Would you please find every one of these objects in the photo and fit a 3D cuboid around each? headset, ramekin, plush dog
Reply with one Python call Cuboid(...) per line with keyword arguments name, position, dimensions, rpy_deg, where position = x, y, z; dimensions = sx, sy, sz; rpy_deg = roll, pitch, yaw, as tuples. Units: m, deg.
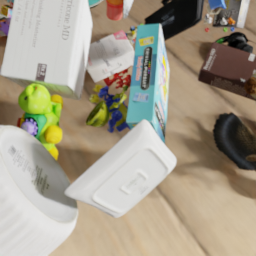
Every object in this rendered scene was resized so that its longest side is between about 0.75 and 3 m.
Cuboid(name="headset", position=(4.559, -3.400, 11.325), dimensions=(2.297, 1.079, 1.418), rpy_deg=(-12, 54, 5))
Cuboid(name="ramekin", position=(-2.052, 1.188, 4.947), dimensions=(1.373, 2.616, 2.616), rpy_deg=(-35, 58, 4))
Cuboid(name="plush dog", position=(3.565, -0.841, 7.047), dimensions=(1.519, 1.218, 1.304), rpy_deg=(-24, 83, -28))

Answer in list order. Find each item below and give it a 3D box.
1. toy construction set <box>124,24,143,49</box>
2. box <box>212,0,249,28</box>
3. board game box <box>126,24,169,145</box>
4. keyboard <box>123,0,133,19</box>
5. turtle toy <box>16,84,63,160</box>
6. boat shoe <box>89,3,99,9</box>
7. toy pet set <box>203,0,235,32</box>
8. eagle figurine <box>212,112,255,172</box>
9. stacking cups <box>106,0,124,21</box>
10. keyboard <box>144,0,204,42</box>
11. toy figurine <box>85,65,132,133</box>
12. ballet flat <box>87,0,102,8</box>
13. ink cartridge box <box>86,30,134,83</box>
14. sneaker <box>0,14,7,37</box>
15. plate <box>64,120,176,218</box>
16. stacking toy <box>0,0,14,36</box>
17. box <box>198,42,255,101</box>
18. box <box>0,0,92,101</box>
Cuboid(name="toy construction set", position=(0.333, -3.814, 11.912), dimensions=(1.579, 0.727, 1.035), rpy_deg=(-39, 75, -27))
Cuboid(name="box", position=(3.542, -4.191, 9.595), dimensions=(0.354, 1.464, 1.160), rpy_deg=(-3, 20, -28))
Cuboid(name="board game box", position=(0.544, -0.846, 6.455), dimensions=(0.548, 1.762, 2.334), rpy_deg=(0, 68, 15))
Cuboid(name="keyboard", position=(0.028, -4.614, 9.862), dimensions=(0.131, 0.691, 2.457), rpy_deg=(2, 41, 8))
Cuboid(name="turtle toy", position=(-2.013, -0.162, 6.389), dimensions=(0.973, 1.924, 1.402), rpy_deg=(7, 44, -17))
Cuboid(name="boat shoe", position=(-2.232, -6.204, 13.496), dimensions=(0.983, 1.007, 2.661), rpy_deg=(24, 56, 20))
Cuboid(name="toy pet set", position=(2.259, -2.790, 6.818), dimensions=(0.822, 0.437, 0.768), rpy_deg=(-7, 79, -15))
Cuboid(name="eagle figurine", position=(3.994, 0.476, 8.251), dimensions=(2.057, 2.711, 2.046), rpy_deg=(40, 101, -14))
Cuboid(name="stacking cups", position=(-0.395, -4.838, 8.928), dimensions=(0.845, 2.792, 0.845), rpy_deg=(5, 46, -5))
Cuboid(name="keyboard", position=(1.315, -3.455, 8.585), dimensions=(0.345, 2.686, 1.613), rpy_deg=(7, 84, -31))
Cuboid(name="toy figurine", position=(-0.131, -0.392, 6.548), dimensions=(1.115, 1.266, 2.113), rpy_deg=(-25, 27, 19))
Cuboid(name="ballet flat", position=(-1.635, -3.889, 8.524), dimensions=(2.021, 0.702, 0.702), rpy_deg=(-25, 56, 2))
Cuboid(name="ink cartridge box", position=(-0.770, -2.769, 10.789), dimensions=(1.852, 0.767, 1.357), rpy_deg=(-24, 55, 2))
Cuboid(name="sneaker", position=(-5.097, -4.504, 12.232), dimensions=(2.586, 1.012, 0.999), rpy_deg=(8, 49, 7))
Cuboid(name="plate", position=(0.039, 0.878, 4.867), dimensions=(1.718, 1.721, 0.278), rpy_deg=(-43, 51, 0))
Cuboid(name="stacking toy", position=(-3.560, -3.589, 8.609), dimensions=(0.636, 2.709, 2.042), rpy_deg=(31, 36, 8))
Cuboid(name="box", position=(3.228, -1.606, 8.153), dimensions=(2.095, 0.785, 1.049), rpy_deg=(22, 76, 16))
Cuboid(name="box", position=(-1.857, -2.036, 6.997), dimensions=(1.499, 2.294, 2.282), rpy_deg=(8, 87, -3))
